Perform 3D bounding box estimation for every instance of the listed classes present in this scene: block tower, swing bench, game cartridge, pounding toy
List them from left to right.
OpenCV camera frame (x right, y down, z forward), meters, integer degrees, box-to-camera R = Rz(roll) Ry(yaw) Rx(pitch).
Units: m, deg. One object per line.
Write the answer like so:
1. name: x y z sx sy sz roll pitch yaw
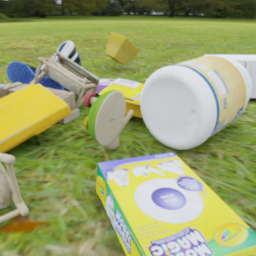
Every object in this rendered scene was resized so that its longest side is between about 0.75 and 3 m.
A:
1. swing bench: -3.127 1.012 4.931 1.937 1.263 1.947 -19 27 -34
2. game cartridge: -3.157 -0.230 7.541 2.622 0.425 2.311 -32 39 -23
3. block tower: -3.050 -0.903 9.397 2.953 0.854 0.798 14 29 25
4. swing bench: -2.108 -1.725 9.891 1.805 1.177 1.815 32 30 0
5. pounding toy: -0.644 -0.258 6.750 0.787 1.310 1.697 18 -12 23

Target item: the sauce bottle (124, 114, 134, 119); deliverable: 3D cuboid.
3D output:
1. sauce bottle: -0.248 -0.372 8.898 0.866 0.286 0.286 -12 28 -27

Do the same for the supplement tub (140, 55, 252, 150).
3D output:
1. supplement tub: 1.972 -0.833 7.721 2.110 2.110 2.917 21 32 38

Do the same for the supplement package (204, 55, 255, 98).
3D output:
1. supplement package: 4.146 -2.038 10.905 2.471 1.449 1.444 5 23 15

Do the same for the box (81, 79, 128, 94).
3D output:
1. box: -1.043 -1.704 11.461 1.910 0.373 1.307 2 19 8

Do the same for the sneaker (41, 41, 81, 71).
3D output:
1. sneaker: -2.994 -2.545 12.803 0.957 1.465 2.619 18 65 34

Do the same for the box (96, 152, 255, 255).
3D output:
1. box: 0.677 1.458 4.436 1.712 0.706 2.918 -6 29 -22

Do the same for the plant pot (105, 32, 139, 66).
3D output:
1. plant pot: -0.425 -3.969 14.369 1.260 1.112 1.260 37 6 41

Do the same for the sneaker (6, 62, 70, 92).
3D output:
1. sneaker: -3.399 -1.756 10.866 2.773 0.972 1.080 25 6 18

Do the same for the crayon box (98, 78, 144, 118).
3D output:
1. crayon box: 0.022 -0.965 9.107 1.509 0.604 2.377 15 22 8

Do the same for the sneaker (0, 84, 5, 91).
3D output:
1. sneaker: -4.426 -1.118 7.992 2.935 1.103 1.687 -11 40 54
